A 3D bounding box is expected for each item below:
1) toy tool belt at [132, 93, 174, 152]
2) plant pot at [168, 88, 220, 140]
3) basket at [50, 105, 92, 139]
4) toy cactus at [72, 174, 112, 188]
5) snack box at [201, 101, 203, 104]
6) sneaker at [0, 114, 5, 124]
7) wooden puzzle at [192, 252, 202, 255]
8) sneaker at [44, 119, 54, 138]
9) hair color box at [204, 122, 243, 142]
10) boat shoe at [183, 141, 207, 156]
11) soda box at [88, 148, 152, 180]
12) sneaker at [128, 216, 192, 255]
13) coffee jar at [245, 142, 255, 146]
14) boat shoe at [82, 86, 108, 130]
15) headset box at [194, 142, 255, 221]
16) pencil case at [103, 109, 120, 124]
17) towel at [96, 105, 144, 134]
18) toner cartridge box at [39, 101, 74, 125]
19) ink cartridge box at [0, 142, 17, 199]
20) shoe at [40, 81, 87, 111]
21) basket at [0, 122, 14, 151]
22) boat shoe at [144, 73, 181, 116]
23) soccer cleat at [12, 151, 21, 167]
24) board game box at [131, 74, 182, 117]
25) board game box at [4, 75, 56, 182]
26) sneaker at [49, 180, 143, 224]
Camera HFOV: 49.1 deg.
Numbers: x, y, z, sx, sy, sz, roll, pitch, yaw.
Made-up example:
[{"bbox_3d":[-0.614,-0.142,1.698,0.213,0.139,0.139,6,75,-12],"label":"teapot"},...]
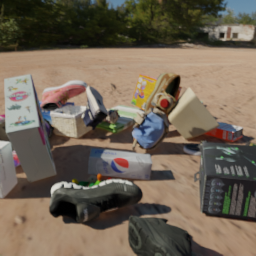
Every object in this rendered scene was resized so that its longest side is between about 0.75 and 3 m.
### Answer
[{"bbox_3d":[0.887,-0.146,10.566,1.404,2.248,1.382,35,26,16],"label":"toy tool belt"},{"bbox_3d":[2.672,-0.499,12.119,1.511,1.705,1.707,-39,12,14],"label":"plant pot"},{"bbox_3d":[-2.527,-0.317,12.631,1.380,1.110,1.368,8,23,23],"label":"basket"},{"bbox_3d":[-1.105,1.656,8.406,1.419,0.726,1.171,-13,12,-3],"label":"toy cactus"},{"bbox_3d":[4.042,-1.374,16.583,0.651,0.242,0.915,8,23,19],"label":"snack box"},{"bbox_3d":[-4.691,-0.308,10.357,0.759,0.335,0.309,5,21,9],"label":"sneaker"},{"bbox_3d":[1.344,2.846,5.889,1.059,0.124,0.714,7,25,23],"label":"wooden puzzle"},{"bbox_3d":[-4.245,-0.103,12.679,1.269,1.097,2.897,12,11,-35],"label":"sneaker"},{"bbox_3d":[4.159,0.131,12.344,0.822,0.474,1.483,-17,22,-36],"label":"hair color box"},{"bbox_3d":[2.995,0.750,10.691,1.707,0.565,0.597,9,23,20],"label":"boat shoe"},{"bbox_3d":[-0.262,1.180,9.134,2.019,0.640,0.689,7,19,-3],"label":"soda box"},{"bbox_3d":[0.898,2.472,5.549,1.132,0.947,2.494,-1,18,-24],"label":"sneaker"},{"bbox_3d":[4.731,0.861,10.319,0.893,0.381,0.465,32,-4,30],"label":"coffee jar"},{"bbox_3d":[-1.604,-0.882,12.073,0.840,1.043,2.250,31,21,-34],"label":"boat shoe"},{"bbox_3d":[3.225,1.436,7.960,2.628,1.219,2.288,4,20,10],"label":"headset box"},{"bbox_3d":[-1.170,-0.677,13.176,1.576,0.705,0.613,17,-14,29],"label":"pencil case"},{"bbox_3d":[-0.497,-0.466,14.195,2.174,0.447,2.914,13,27,35],"label":"towel"},{"bbox_3d":[-3.786,-0.729,13.786,2.277,1.081,0.491,2,22,7],"label":"toner cartridge box"},{"bbox_3d":[-4.508,1.169,8.341,2.043,1.479,0.858,4,22,9],"label":"ink cartridge box"},{"bbox_3d":[-2.971,-1.418,12.957,2.306,0.824,1.049,-10,53,16],"label":"shoe"},{"bbox_3d":[-5.359,0.291,10.971,1.950,1.326,1.758,3,13,-4],"label":"basket"},{"bbox_3d":[1.554,-1.226,12.338,1.057,2.795,1.032,28,-15,-38],"label":"boat shoe"},{"bbox_3d":[-3.772,1.017,10.001,0.599,0.558,1.636,-3,16,15],"label":"soccer cleat"},{"bbox_3d":[1.410,-1.650,14.280,1.623,1.622,1.624,8,16,-34],"label":"board game box"},{"bbox_3d":[-3.285,-0.071,9.309,0.957,2.197,2.978,-15,44,-14],"label":"board game box"},{"bbox_3d":[-0.886,1.977,7.279,2.544,0.846,1.151,-2,24,4],"label":"sneaker"}]
